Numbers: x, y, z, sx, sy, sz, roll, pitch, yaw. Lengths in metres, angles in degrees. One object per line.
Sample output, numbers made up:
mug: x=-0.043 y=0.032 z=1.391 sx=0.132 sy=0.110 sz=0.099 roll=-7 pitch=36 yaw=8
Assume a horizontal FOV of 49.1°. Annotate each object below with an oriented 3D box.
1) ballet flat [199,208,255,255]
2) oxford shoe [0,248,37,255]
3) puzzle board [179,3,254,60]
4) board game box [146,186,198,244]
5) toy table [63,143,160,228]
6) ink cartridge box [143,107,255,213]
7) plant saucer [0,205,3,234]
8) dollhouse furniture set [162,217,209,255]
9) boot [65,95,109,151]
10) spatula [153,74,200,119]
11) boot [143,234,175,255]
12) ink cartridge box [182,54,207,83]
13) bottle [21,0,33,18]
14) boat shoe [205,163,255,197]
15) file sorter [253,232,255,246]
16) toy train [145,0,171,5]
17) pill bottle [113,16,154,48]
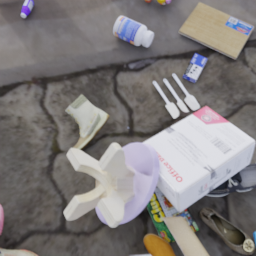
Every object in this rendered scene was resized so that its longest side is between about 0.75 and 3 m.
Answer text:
ballet flat: x=2.754 y=2.837 z=7.745 sx=1.745 sy=0.405 sz=0.588 roll=39 pitch=65 yaw=13
oxford shoe: x=-3.140 y=3.495 z=7.405 sx=1.525 sy=0.563 sz=0.540 roll=5 pitch=67 yaw=2
puzzle board: x=3.369 y=-3.730 z=10.712 sx=2.358 sy=0.205 sz=1.777 roll=30 pitch=69 yaw=12
board game box: x=1.069 y=2.184 z=8.157 sx=1.095 sy=0.245 sz=2.090 roll=-22 pitch=68 yaw=-7
toy table: x=-0.469 y=1.452 z=7.083 sx=2.357 sy=1.502 sz=2.565 roll=36 pitch=106 yaw=40
ink cartridge box: x=1.836 y=0.778 z=7.899 sx=2.618 sy=1.084 sz=1.918 roll=-29 pitch=48 yaw=-15
plant saucer: x=-4.061 y=2.772 z=7.480 sx=1.789 sy=0.454 sz=1.789 roll=-14 pitch=46 yaw=15
dollhouse furniture set: x=1.358 y=3.868 z=6.984 sx=1.898 sy=2.119 sz=2.674 roll=-36 pitch=47 yaw=2
boot: x=-1.499 y=-0.123 z=8.704 sx=1.196 sy=0.558 sz=1.547 roll=39 pitch=89 yaw=-3
spatula: x=1.616 y=-1.126 z=9.584 sx=1.102 sy=0.127 sz=1.585 roll=-24 pitch=66 yaw=-12
boot: x=0.940 y=3.471 z=6.984 sx=0.556 sy=1.132 sz=1.581 roll=-45 pitch=84 yaw=10
ink cartridge box: x=2.384 y=-2.132 z=10.001 sx=0.485 sy=0.228 sz=1.032 roll=28 pitch=69 yaw=10
bottle: x=-3.996 y=-4.705 z=11.042 sx=0.271 sy=0.347 sz=0.831 roll=12 pitch=68 yaw=5
boat shoe: x=3.187 y=1.484 z=8.173 sx=2.383 sy=0.719 sz=0.880 roll=-5 pitch=71 yaw=-1
file sorter: x=4.353 y=3.162 z=7.014 sx=1.777 sy=1.090 sz=1.233 roll=3 pitch=55 yaw=-1
toy train: x=1.271 y=-5.468 z=11.338 sx=1.643 sy=0.457 sz=1.234 roll=9 pitch=66 yaw=0
pill bottle: x=0.209 y=-3.487 z=10.286 sx=1.374 sy=0.770 sz=0.770 roll=29 pitch=70 yaw=12
